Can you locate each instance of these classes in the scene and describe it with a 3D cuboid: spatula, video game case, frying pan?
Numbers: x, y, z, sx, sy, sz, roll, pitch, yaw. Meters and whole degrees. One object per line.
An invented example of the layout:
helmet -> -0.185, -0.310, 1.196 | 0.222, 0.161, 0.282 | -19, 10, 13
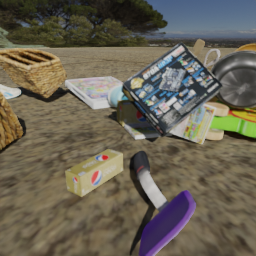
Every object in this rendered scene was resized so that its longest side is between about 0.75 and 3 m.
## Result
spatula -> 0.328, 0.830, 4.138 | 0.845, 0.307, 2.991 | -45, 14, 6
video game case -> -0.921, -1.433, 10.696 | 2.123, 0.267, 2.964 | -10, 28, -28
frying pan -> 2.957, -0.668, 6.669 | 1.564, 2.586, 0.421 | -21, 29, 39
video game case -> 1.439, -0.165, 6.290 | 0.791, 0.870, 0.100 | 20, 13, 9
video game case -> 0.496, 0.051, 7.116 | 0.975, 0.112, 0.888 | -5, 20, -17

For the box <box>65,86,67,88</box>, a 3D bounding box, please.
box -> -1.961, -1.882, 12.426 | 1.523, 0.264, 0.838 | 14, 24, 35

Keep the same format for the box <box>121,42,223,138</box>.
box -> 0.932, -0.834, 5.939 | 1.710, 1.359, 0.393 | -38, -11, -15

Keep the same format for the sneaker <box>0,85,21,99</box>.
sneaker -> -4.744, -1.395, 10.594 | 1.374, 0.555, 0.526 | -14, 22, -37

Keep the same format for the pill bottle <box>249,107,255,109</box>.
pill bottle -> 3.855, -0.872, 9.104 | 0.988, 0.540, 0.540 | -1, 19, -3

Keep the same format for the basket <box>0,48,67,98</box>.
basket -> -3.239, -2.204, 9.531 | 1.995, 1.486, 1.424 | 24, 65, 29

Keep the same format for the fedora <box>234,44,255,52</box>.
fedora -> 3.170, -1.211, 7.080 | 1.786, 1.786, 0.728 | -7, 26, -19

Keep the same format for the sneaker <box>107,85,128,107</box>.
sneaker -> 0.740, -1.171, 9.043 | 2.710, 1.002, 1.110 | -22, 21, -12

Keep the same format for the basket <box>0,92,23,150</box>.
basket -> -3.857, -0.395, 5.613 | 2.702, 1.929, 2.013 | 3, 20, 6

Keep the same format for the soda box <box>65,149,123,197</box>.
soda box -> -0.538, 0.728, 4.768 | 0.344, 0.364, 1.073 | 14, 24, 35

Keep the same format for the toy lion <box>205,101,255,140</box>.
toy lion -> 2.811, -0.262, 7.215 | 2.321, 0.831, 2.422 | 5, 18, -7

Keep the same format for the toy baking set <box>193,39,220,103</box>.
toy baking set -> 1.934, -1.354, 7.058 | 1.254, 1.634, 0.190 | -24, 13, 48

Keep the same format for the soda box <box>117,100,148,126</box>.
soda box -> 0.619, -0.486, 7.831 | 1.810, 0.613, 0.579 | -6, 20, -17
